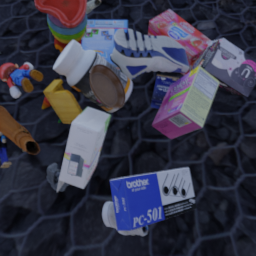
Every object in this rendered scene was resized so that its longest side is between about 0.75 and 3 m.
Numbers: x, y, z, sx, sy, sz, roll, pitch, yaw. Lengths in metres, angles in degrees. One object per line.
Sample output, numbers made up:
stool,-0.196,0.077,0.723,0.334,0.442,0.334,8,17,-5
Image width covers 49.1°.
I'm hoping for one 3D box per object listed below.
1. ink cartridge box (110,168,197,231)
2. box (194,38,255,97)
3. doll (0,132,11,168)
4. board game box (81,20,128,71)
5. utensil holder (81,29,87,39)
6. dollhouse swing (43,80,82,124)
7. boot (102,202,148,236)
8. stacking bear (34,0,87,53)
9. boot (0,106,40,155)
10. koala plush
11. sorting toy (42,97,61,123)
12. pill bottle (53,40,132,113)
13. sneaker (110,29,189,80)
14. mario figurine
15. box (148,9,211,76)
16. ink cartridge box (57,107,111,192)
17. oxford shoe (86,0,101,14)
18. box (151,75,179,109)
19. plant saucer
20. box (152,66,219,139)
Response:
ink cartridge box,0.646,1.533,6.335,2.209,0.488,1.038,0,76,-42
box,3.725,-2.194,10.297,1.992,1.143,1.316,29,97,-12
doll,-3.947,0.636,8.795,0.293,0.826,1.210,-2,67,-39
board game box,-1.147,-4.094,13.709,2.237,0.541,2.958,1,61,1
utensil holder,-2.288,-4.252,11.954,0.697,0.697,0.820,-41,74,-20
dollhouse swing,-1.870,-0.908,9.071,1.116,1.270,1.154,-11,33,26
boot,-0.007,2.588,7.904,0.897,1.877,0.690,-3,58,20
stacking bear,-2.272,-3.736,10.415,1.621,2.670,1.518,32,69,3
boot,-3.382,0.113,8.084,1.374,1.770,0.679,38,76,28
koala plush,-2.304,1.694,10.349,1.017,1.054,1.147,39,46,12
sorting toy,-3.218,-0.707,11.938,1.454,0.504,0.501,42,91,23
pill bottle,-1.158,-1.705,9.406,2.452,1.427,1.427,34,59,-25
sneaker,0.605,-2.473,10.197,2.899,1.674,1.171,9,60,-21
mario figurine,-3.279,-1.501,8.714,1.739,0.922,1.074,21,31,40
box,2.333,-3.963,13.115,1.390,1.452,2.912,-35,67,-18
ink cartridge box,-1.321,0.771,8.339,0.815,2.420,1.417,19,25,2
oxford shoe,-1.517,-5.016,11.528,0.949,0.357,0.274,-36,46,3
box,1.648,-1.586,12.463,1.037,0.277,1.711,11,62,6
plant saucer,-0.624,-1.134,7.949,0.254,1.391,1.391,-27,53,35
box,1.902,-0.800,9.419,0.931,1.693,1.925,35,64,-14
